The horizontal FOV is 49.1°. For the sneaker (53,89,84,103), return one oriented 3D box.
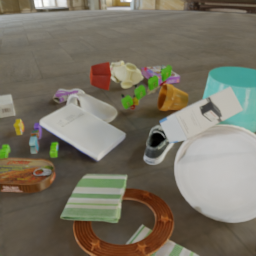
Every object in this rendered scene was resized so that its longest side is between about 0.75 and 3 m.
[{"bbox_3d":[-2.984,-1.506,13.977,1.562,0.566,0.891,1,34,17],"label":"sneaker"}]

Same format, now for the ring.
[{"bbox_3d":[-0.130,2.322,7.259,2.580,0.248,2.580,-2,25,1],"label":"ring"}]

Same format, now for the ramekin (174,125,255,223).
[{"bbox_3d":[2.620,1.077,7.515,2.570,2.570,1.197,15,20,25],"label":"ramekin"}]

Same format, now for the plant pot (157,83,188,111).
[{"bbox_3d":[2.123,-1.338,13.065,1.153,1.259,1.259,11,28,-11],"label":"plant pot"}]

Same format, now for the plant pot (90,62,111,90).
[{"bbox_3d":[-1.323,-2.438,13.118,0.856,0.971,0.972,1,51,-14],"label":"plant pot"}]

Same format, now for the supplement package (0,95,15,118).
[{"bbox_3d":[-5.648,-1.015,12.915,0.646,0.648,1.104,-12,32,-20],"label":"supplement package"}]

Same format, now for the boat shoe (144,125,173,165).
[{"bbox_3d":[1.171,0.347,10.348,0.895,0.828,2.424,14,33,23],"label":"boat shoe"}]

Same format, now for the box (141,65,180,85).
[{"bbox_3d":[1.903,-3.209,16.966,1.529,0.437,2.234,-10,31,-17],"label":"box"}]

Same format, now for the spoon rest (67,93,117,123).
[{"bbox_3d":[-1.739,-0.927,12.551,2.914,0.883,1.448,24,38,37],"label":"spoon rest"}]

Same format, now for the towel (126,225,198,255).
[{"bbox_3d":[0.724,3.034,6.276,1.829,0.214,1.395,19,34,30],"label":"towel"}]

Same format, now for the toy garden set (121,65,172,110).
[{"bbox_3d":[0.736,-1.727,12.245,2.456,0.490,2.048,-36,-10,0],"label":"toy garden set"}]

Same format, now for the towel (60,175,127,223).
[{"bbox_3d":[-0.853,1.921,7.941,1.511,0.232,1.981,1,24,8],"label":"towel"}]

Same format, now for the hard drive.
[{"bbox_3d":[-1.707,0.073,10.668,2.723,0.345,1.797,29,39,19],"label":"hard drive"}]

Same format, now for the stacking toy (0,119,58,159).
[{"bbox_3d":[-3.492,0.419,10.573,1.916,0.597,2.542,-4,32,-4],"label":"stacking toy"}]

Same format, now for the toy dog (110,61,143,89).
[{"bbox_3d":[-0.264,-3.264,16.197,1.927,1.387,1.987,-12,30,-37],"label":"toy dog"}]

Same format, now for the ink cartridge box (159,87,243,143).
[{"bbox_3d":[1.692,-0.275,6.686,1.555,0.651,1.128,-25,-3,-14],"label":"ink cartridge box"}]

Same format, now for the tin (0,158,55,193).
[{"bbox_3d":[-3.429,1.470,8.811,2.257,0.472,1.264,2,34,4],"label":"tin"}]

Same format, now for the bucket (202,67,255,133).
[{"bbox_3d":[4.697,-1.317,12.128,3.040,1.978,3.040,1,31,0],"label":"bucket"}]
